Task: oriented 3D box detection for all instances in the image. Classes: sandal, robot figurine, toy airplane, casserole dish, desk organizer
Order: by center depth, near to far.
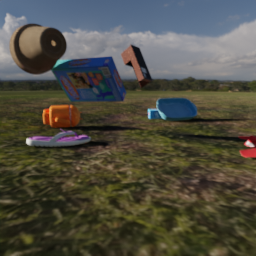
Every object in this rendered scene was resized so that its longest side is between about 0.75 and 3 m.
[{"bbox_3d":[4.821,0.643,9.646,2.494,0.459,2.494,2,10,0],"label":"toy airplane"},{"bbox_3d":[-2.663,0.358,10.869,2.442,0.600,0.994,-3,10,-16],"label":"sandal"},{"bbox_3d":[0.349,-2.671,12.275,0.690,1.791,0.642,-33,-23,35],"label":"desk organizer"},{"bbox_3d":[-3.446,-0.595,14.869,2.018,1.177,1.451,-3,-11,-11],"label":"robot figurine"},{"bbox_3d":[3.019,-1.128,17.700,2.834,0.550,1.716,-4,50,-23],"label":"casserole dish"}]

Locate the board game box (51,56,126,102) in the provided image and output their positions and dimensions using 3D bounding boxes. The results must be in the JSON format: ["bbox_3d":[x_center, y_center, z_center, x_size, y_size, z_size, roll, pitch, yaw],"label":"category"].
[{"bbox_3d":[-1.688,-2.039,12.208,2.739,2.083,0.616,1,53,20],"label":"board game box"}]

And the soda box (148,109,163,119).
[{"bbox_3d":[2.248,-0.914,18.374,1.811,0.581,0.614,-2,10,-7],"label":"soda box"}]

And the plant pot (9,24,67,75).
[{"bbox_3d":[-3.242,-3.054,10.635,1.942,1.942,1.694,-9,10,-44],"label":"plant pot"}]
